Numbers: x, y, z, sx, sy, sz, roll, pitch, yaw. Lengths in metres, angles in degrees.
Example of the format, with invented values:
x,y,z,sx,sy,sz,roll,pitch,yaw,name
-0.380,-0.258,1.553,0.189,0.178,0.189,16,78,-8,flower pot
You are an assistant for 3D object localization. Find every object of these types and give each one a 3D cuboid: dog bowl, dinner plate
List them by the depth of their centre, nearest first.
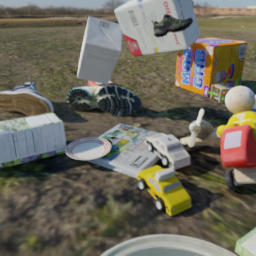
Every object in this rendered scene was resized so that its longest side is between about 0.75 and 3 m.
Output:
x,y,z,sx,sy,sz,roll,pitch,yaw,name
0.523,2.271,2.963,2.395,0.883,2.395,1,18,0,dog bowl
-1.033,0.566,7.297,1.175,0.142,1.175,-1,27,1,dinner plate

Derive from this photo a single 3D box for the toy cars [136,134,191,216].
x,y,z,sx,sy,sz,roll,pitch,yaw,name
0.878,0.795,6.483,1.221,0.603,2.723,9,31,6,toy cars

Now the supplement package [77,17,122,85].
x,y,z,sx,sy,sz,roll,pitch,yaw,name
-0.977,-2.485,9.299,1.135,1.872,1.121,10,63,-14,supplement package

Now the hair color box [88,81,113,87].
x,y,z,sx,sy,sz,roll,pitch,yaw,name
-1.329,-2.074,13.245,0.742,0.448,1.462,-11,28,-22,hair color box

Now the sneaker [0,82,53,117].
x,y,z,sx,sy,sz,roll,pitch,yaw,name
-3.528,-1.100,10.511,2.726,0.955,1.479,10,28,28,sneaker

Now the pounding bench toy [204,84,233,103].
x,y,z,sx,sy,sz,roll,pitch,yaw,name
3.749,-1.412,11.631,0.943,0.586,0.735,-8,26,-17,pounding bench toy

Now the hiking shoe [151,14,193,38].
x,y,z,sx,sy,sz,roll,pitch,yaw,name
0.864,-2.095,5.541,0.801,0.403,0.304,-14,-1,9,hiking shoe

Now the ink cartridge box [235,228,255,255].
x,y,z,sx,sy,sz,roll,pitch,yaw,name
2.386,2.059,4.443,0.772,0.254,1.061,-16,27,-31,ink cartridge box

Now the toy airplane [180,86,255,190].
x,y,z,sx,sy,sz,roll,pitch,yaw,name
2.980,-0.033,6.720,2.947,2.079,2.934,-21,6,-6,toy airplane

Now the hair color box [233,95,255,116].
x,y,z,sx,sy,sz,roll,pitch,yaw,name
4.826,-0.126,8.446,1.441,0.872,2.882,-20,31,-37,hair color box

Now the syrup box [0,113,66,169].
x,y,z,sx,sy,sz,roll,pitch,yaw,name
-2.899,0.342,7.331,2.328,0.948,0.917,-14,25,-27,syrup box

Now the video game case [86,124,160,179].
x,y,z,sx,sy,sz,roll,pitch,yaw,name
0.001,0.539,7.779,1.953,0.236,2.142,15,29,29,video game case

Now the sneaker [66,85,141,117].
x,y,z,sx,sy,sz,roll,pitch,yaw,name
-0.816,-1.213,10.615,2.871,1.114,1.239,9,23,18,sneaker

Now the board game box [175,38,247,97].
x,y,z,sx,sy,sz,roll,pitch,yaw,name
3.762,-2.902,12.971,2.163,2.165,2.164,-15,28,-30,board game box

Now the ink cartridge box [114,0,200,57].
x,y,z,sx,sy,sz,roll,pitch,yaw,name
0.767,-2.767,7.432,1.925,1.403,0.797,7,42,44,ink cartridge box
